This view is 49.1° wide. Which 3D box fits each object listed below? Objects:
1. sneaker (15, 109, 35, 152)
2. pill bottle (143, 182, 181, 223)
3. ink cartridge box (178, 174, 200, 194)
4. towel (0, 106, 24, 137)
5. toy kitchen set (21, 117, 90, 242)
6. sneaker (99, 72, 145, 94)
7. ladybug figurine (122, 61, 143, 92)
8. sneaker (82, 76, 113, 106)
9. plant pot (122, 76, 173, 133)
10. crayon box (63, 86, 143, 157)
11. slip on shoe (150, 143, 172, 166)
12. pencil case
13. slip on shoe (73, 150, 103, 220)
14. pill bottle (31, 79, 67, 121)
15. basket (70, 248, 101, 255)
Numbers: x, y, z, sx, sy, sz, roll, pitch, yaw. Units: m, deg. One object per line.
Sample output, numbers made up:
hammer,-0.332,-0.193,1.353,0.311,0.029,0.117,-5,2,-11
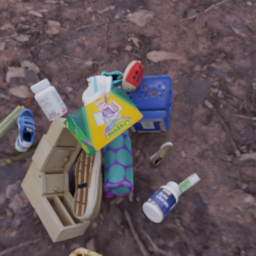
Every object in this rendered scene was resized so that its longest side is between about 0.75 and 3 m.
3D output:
sneaker,-4.149,0.022,11.490,0.688,0.766,1.861,11,63,-36
pill bottle,1.270,2.617,10.086,0.810,0.810,1.458,37,52,21
ink cartridge box,2.160,2.021,10.159,0.960,0.498,0.285,-17,67,-51
towel,-4.505,-0.107,10.380,0.288,1.170,1.577,41,53,-13
toy kitchen set,-1.599,1.652,9.731,2.422,2.969,2.678,7,30,-50
sneaker,-0.297,-2.008,12.531,2.406,1.098,0.934,-2,64,-18
ladybug figurine,0.224,-1.916,10.498,0.451,0.851,1.253,21,90,36
sneaker,-1.109,-0.727,9.817,0.976,0.925,2.417,3,62,5
plant pot,0.807,-0.860,11.543,2.003,2.003,1.801,0,70,13
crayon box,-0.720,-0.256,8.689,2.190,0.638,1.301,-37,91,-37
slip on shoe,1.335,1.051,11.062,1.149,0.437,0.348,-42,33,21
pencil case,-0.441,1.179,10.399,1.087,1.180,2.554,26,45,-37
slip on shoe,-1.233,1.800,9.469,0.958,0.763,2.520,-16,60,33
pill bottle,-3.007,-1.062,10.641,0.812,1.433,0.812,-25,18,9
basket,-1.559,4.837,8.083,1.770,1.848,2.481,23,61,14
